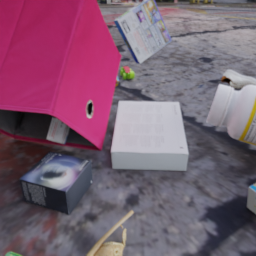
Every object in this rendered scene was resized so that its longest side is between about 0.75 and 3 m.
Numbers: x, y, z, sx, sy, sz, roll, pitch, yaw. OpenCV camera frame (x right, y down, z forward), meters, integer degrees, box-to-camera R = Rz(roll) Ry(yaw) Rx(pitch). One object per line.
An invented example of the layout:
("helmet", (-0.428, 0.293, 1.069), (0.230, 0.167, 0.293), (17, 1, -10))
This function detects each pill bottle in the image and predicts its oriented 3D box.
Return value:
("pill bottle", (3.453, -0.247, 7.121), (2.635, 1.467, 1.467), (19, 33, 15))

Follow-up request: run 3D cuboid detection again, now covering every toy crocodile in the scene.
("toy crocodile", (-0.050, -2.627, 13.202), (0.523, 0.478, 1.548), (-6, 29, -11))

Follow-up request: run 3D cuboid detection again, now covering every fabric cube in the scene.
("fabric cube", (-2.088, -1.320, 7.017), (2.975, 2.919, 2.966), (7, 73, 16))

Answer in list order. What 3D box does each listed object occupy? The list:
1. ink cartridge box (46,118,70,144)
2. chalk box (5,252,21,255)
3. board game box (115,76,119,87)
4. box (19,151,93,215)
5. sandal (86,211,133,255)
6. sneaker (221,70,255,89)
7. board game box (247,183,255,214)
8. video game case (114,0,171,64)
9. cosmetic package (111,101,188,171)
("ink cartridge box", (-1.805, 0.093, 7.333), (0.348, 0.595, 1.026), (14, -6, -3))
("chalk box", (-1.472, 2.372, 3.686), (1.474, 0.914, 0.920), (9, 30, 16))
("board game box", (-1.407, -2.502, 11.647), (1.550, 0.532, 1.875), (-14, 76, -18))
("box", (-1.516, 1.153, 6.137), (1.119, 0.695, 1.128), (11, 31, 16))
("sandal", (-0.408, 2.157, 4.652), (1.759, 0.645, 0.578), (-32, 73, -33))
("sneaker", (4.749, -1.825, 11.838), (1.711, 0.623, 0.724), (32, 74, 33))
("board game box", (3.680, 1.374, 5.412), (2.100, 0.675, 1.549), (-23, 35, -17))
("video game case", (0.773, -4.790, 13.870), (2.172, 2.396, 0.544), (-37, 29, -10))
("cosmetic package", (0.581, 0.121, 7.820), (1.875, 0.643, 2.487), (0, 35, 4))
